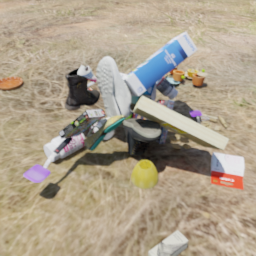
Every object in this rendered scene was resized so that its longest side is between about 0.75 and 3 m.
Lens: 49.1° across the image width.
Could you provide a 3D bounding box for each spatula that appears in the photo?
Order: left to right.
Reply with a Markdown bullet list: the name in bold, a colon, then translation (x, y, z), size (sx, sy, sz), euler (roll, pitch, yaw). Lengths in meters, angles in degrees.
- **spatula**: translation (-2.361, 0.925, 8.716), size (0.575, 0.209, 2.034), euler (27, 50, 11)
- **spatula**: translation (2.967, -0.217, 11.661), size (0.466, 0.169, 1.648), euler (-9, 46, 1)

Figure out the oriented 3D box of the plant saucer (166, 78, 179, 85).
- **plant saucer**: translation (2.268, -2.457, 15.005), size (0.952, 0.183, 0.952), euler (7, 28, -4)

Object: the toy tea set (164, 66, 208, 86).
- **toy tea set**: translation (2.958, -3.233, 15.240), size (2.956, 1.094, 1.758), euler (19, 32, 23)

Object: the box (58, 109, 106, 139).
- **box**: translation (-1.464, -0.119, 8.876), size (0.794, 1.442, 0.250), euler (-10, 71, -54)

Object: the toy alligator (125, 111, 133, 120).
- **toy alligator**: translation (0.930, -0.449, 11.832), size (2.397, 0.576, 0.794), euler (2, 32, 8)

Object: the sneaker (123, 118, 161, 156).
- **sneaker**: translation (0.530, 0.439, 9.545), size (0.895, 1.271, 2.392), euler (-9, 12, -14)

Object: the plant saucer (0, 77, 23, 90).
- **plant saucer**: translation (-6.301, -2.347, 14.912), size (1.338, 0.216, 1.338), euler (-1, 36, 1)

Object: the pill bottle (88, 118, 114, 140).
- **pill bottle**: translation (-1.193, -0.094, 11.292), size (0.755, 0.755, 1.322), euler (-26, 43, -31)

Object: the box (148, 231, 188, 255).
- **box**: translation (1.023, 3.114, 7.161), size (1.031, 0.352, 0.423), euler (-25, 42, -30)

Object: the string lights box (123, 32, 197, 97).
- **string lights box**: translation (1.112, -2.363, 10.705), size (2.798, 0.825, 1.438), euler (-39, 12, -4)

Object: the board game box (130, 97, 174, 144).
- **board game box**: translation (0.972, -0.461, 10.505), size (1.590, 1.589, 0.490), euler (32, 15, 30)

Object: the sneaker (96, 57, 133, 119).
- **sneaker**: translation (-0.443, -1.424, 10.183), size (0.960, 2.384, 0.911), euler (-25, 27, -33)

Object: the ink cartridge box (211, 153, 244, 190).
- **ink cartridge box**: translation (3.392, 1.430, 9.559), size (1.076, 0.378, 1.324), euler (9, 32, 12)

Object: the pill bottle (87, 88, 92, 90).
- **pill bottle**: translation (-2.148, -1.549, 13.533), size (0.512, 0.512, 0.934), euler (26, 43, 32)

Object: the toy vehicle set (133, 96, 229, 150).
- **toy vehicle set**: translation (1.570, -0.114, 9.088), size (2.900, 0.384, 1.802), euler (26, -2, -3)

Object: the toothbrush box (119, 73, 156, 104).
- **toothbrush box**: translation (0.349, -1.654, 12.614), size (1.731, 1.267, 0.738), euler (15, 69, 13)

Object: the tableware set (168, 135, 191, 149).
- **tableware set**: translation (1.917, 0.553, 10.336), size (0.788, 0.943, 0.109), euler (7, 59, 28)

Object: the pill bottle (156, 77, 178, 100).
- **pill bottle**: translation (1.699, -1.808, 12.708), size (1.107, 0.641, 0.641), euler (39, 32, -18)

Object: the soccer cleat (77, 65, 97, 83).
- **soccer cleat**: translation (-1.306, -1.816, 9.434), size (0.367, 0.454, 1.051), euler (23, 8, 21)

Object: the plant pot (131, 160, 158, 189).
- **plant pot**: translation (0.557, 1.450, 9.226), size (0.921, 0.654, 0.921), euler (0, 36, 0)

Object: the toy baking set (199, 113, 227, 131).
- **toy baking set**: translation (3.627, -0.307, 12.100), size (1.063, 0.161, 1.385), euler (0, 36, 0)

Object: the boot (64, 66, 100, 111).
- **boot**: translation (-1.576, -1.520, 10.196), size (0.632, 1.590, 1.827), euler (35, 41, 21)

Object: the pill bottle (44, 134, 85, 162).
- **pill bottle**: translation (-2.318, 0.631, 10.257), size (1.373, 0.778, 0.778), euler (-31, 46, -35)

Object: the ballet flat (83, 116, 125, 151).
- **ballet flat**: translation (-0.854, 0.044, 9.263), size (0.607, 1.717, 0.607), euler (41, 17, -15)

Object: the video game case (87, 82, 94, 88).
- **video game case**: translation (-2.298, -1.911, 13.840), size (1.106, 0.127, 1.007), euler (-36, 12, -37)
